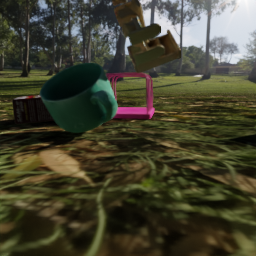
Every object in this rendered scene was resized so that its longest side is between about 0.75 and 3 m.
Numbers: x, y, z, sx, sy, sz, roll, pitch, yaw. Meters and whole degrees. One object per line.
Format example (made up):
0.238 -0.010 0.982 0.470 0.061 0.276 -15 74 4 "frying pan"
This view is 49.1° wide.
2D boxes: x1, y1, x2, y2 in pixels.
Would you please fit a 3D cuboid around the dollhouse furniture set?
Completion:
0.667 -3.104 8.831 1.628 2.298 2.501 -21 -30 2 "dollhouse furniture set"

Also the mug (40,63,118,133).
-1.261 -0.640 7.667 1.830 1.377 2.227 -22 38 1 "mug"

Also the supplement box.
-2.528 -0.799 10.315 2.938 0.895 1.599 -6 10 -10 "supplement box"

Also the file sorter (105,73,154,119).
0.062 -1.431 11.968 1.969 1.777 2.834 1 9 8 "file sorter"
